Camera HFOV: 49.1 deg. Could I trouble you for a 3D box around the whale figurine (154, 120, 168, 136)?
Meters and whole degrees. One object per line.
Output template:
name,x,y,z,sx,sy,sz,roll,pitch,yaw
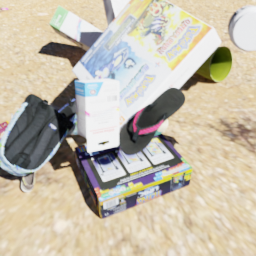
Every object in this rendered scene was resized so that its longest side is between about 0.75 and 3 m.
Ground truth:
whale figurine,0.365,-0.309,6.613,1.215,0.631,0.967,42,28,-5

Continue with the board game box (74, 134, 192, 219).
board game box,0.056,0.874,6.398,2.146,0.609,1.774,-15,38,-19

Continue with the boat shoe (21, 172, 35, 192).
boat shoe,-2.210,0.936,6.189,0.334,0.276,0.928,11,50,-33

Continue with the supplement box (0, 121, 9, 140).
supplement box,-3.447,0.189,7.423,0.759,0.419,0.325,-31,47,-33

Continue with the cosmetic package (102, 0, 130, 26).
cosmetic package,-0.166,-3.195,8.294,0.862,0.529,2.089,4,61,-28

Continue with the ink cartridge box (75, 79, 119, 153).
ink cartridge box,-0.533,-0.234,4.930,0.687,1.193,0.405,-10,19,-35

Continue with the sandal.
sandal,0.401,-0.174,5.085,0.591,0.355,1.574,43,85,16

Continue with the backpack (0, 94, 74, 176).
backpack,-2.025,0.271,5.819,1.148,1.219,1.494,-30,34,37

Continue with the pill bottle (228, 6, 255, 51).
pill bottle,3.458,-2.832,7.976,1.151,1.151,2.022,11,27,13

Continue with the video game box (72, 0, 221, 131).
video game box,0.202,-1.486,6.015,2.573,0.602,2.344,-48,56,10

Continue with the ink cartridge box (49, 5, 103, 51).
ink cartridge box,-1.974,-3.790,11.099,1.957,0.856,1.422,27,4,-10

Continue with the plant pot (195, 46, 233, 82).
plant pot,2.902,-2.398,10.279,1.228,1.228,1.312,-23,28,-27

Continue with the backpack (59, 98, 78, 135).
backpack,-1.203,-0.259,7.356,1.040,0.952,0.764,-5,66,-49
